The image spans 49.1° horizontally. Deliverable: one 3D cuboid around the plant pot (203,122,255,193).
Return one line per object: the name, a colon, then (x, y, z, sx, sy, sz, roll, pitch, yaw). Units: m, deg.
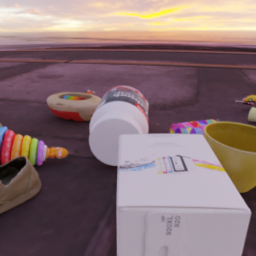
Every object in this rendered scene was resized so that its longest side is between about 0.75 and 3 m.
plant pot: (2.477, 0.722, 6.366, 1.701, 1.207, 1.701, 4, 23, -2)

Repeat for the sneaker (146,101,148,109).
sneaker: (0.178, -0.865, 11.410, 1.502, 0.532, 0.548, -11, 28, -34)

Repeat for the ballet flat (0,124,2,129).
ballet flat: (-5.060, -0.130, 9.779, 1.747, 0.618, 0.618, 12, 24, 29)

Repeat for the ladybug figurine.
ladybug figurine: (-2.118, -0.824, 10.987, 2.414, 0.868, 1.638, 11, 24, 27)

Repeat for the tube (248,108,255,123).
tube: (5.466, -0.250, 10.106, 2.061, 0.535, 0.598, 20, 67, 31)

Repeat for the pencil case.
pencil case: (2.096, 0.138, 8.669, 1.698, 0.750, 0.750, -7, 22, -25)

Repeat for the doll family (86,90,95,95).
doll family: (-2.093, -1.151, 12.410, 1.466, 0.661, 0.910, -19, 30, 0)

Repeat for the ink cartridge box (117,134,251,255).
ink cartridge box: (0.638, 1.272, 4.556, 1.625, 1.654, 2.247, 0, 22, 0)

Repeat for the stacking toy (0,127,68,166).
stacking toy: (-2.543, 0.630, 7.433, 1.856, 1.018, 1.077, 6, 12, -15)

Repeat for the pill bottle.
pill bottle: (-0.225, -0.139, 8.204, 1.636, 1.636, 2.824, 1, 22, 3)

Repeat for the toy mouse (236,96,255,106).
toy mouse: (5.282, -1.088, 11.653, 1.278, 0.278, 1.438, 14, -3, -35)

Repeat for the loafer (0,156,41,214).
loafer: (-2.946, 1.330, 5.415, 1.044, 0.926, 2.745, 12, 24, 28)
